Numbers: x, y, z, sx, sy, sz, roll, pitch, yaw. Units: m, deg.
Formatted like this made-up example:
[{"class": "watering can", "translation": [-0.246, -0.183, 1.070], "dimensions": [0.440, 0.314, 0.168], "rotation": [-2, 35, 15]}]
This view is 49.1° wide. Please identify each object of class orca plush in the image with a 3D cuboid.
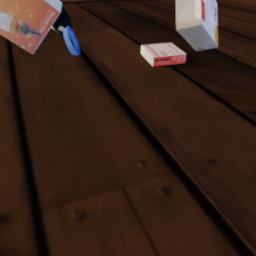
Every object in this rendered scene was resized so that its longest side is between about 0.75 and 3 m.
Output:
[{"class": "orca plush", "translation": [-2.678, -4.616, 9.766], "dimensions": [1.008, 2.835, 1.491], "rotation": [-4, 34, 31]}]

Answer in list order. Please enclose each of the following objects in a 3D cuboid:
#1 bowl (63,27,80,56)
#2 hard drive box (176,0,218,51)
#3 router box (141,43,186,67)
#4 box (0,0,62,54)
[{"class": "bowl", "translation": [-2.033, -3.083, 10.026], "dimensions": [0.200, 1.021, 1.021], "rotation": [-17, 32, 9]}, {"class": "hard drive box", "translation": [1.744, -2.801, 6.998], "dimensions": [0.618, 1.255, 1.611], "rotation": [-2, -4, 31]}, {"class": "router box", "translation": [1.673, -3.604, 13.658], "dimensions": [1.658, 0.451, 1.848], "rotation": [-8, 34, -12]}, {"class": "box", "translation": [-2.556, -2.764, 6.360], "dimensions": [1.666, 1.268, 0.886], "rotation": [30, 26, -28]}]
